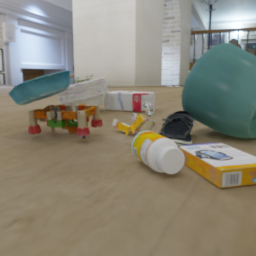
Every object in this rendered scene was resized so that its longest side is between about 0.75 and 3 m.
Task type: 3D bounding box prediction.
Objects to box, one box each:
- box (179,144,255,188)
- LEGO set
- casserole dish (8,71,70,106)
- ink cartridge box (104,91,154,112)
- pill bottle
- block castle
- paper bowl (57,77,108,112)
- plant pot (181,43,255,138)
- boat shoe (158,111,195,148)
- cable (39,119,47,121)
[{"bbox_3d":[1.880,0.693,5.834,1.140,0.397,1.915,-3,9,-14],"label":"box"},{"bbox_3d":[0.257,-0.112,9.283,0.682,0.843,1.834,11,-27,-39],"label":"LEGO set"},{"bbox_3d":[-2.745,-1.180,8.750,1.665,0.533,2.748,-24,9,-29],"label":"casserole dish"},{"bbox_3d":[0.078,-1.477,15.316,2.312,0.990,1.706,7,13,28],"label":"ink cartridge box"},{"bbox_3d":[0.621,0.514,5.856,0.702,0.702,1.265,-4,12,-21],"label":"pill bottle"},{"bbox_3d":[-1.942,-0.159,8.765,2.052,0.963,1.371,1,15,19],"label":"block castle"},{"bbox_3d":[-2.316,-1.715,14.682,2.622,1.364,2.622,-15,13,3],"label":"paper bowl"},{"bbox_3d":[3.437,-0.970,8.682,2.744,2.744,2.202,-8,33,-35],"label":"plant pot"},{"bbox_3d":[1.413,0.011,8.138,1.000,0.835,2.682,5,13,17],"label":"boat shoe"},{"bbox_3d":[-3.700,-0.370,11.963,1.109,0.279,0.539,-7,23,32],"label":"cable"}]
